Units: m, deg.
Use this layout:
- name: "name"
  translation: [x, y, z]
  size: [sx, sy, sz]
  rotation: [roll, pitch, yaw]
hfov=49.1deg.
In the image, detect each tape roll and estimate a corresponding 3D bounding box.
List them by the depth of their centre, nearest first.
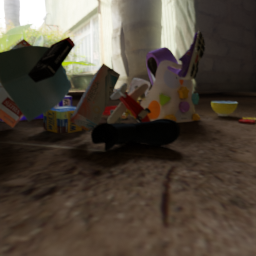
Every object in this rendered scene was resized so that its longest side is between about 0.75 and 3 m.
- name: "tape roll"
  translation: [1.585, -2.291, 12.269]
  size: [0.765, 2.333, 2.333]
  rotation: [-22, 13, -7]

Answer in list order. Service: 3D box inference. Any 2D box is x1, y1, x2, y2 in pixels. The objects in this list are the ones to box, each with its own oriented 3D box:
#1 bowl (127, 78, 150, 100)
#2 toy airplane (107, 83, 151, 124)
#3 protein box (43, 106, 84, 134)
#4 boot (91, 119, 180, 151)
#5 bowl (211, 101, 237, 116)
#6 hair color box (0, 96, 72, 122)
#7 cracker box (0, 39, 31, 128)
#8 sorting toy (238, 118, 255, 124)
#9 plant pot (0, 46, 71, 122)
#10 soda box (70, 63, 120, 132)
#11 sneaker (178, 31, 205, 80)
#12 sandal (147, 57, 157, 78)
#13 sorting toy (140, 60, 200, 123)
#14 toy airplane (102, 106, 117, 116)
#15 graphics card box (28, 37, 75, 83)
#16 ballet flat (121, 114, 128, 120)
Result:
- name: "bowl"
  translation: [0.471, -1.915, 13.434]
  size: [0.979, 0.980, 0.366]
  rotation: [9, 30, -29]
- name: "toy airplane"
  translation: [0.005, -0.786, 9.446]
  size: [1.468, 1.462, 1.036]
  rotation: [-1, -4, -12]
- name: "protein box"
  translation: [-2.012, -0.282, 8.981]
  size: [1.016, 0.690, 1.023]
  rotation: [11, 15, 40]
- name: "boot"
  translation: [0.151, 0.160, 6.495]
  size: [1.701, 0.650, 1.430]
  rotation: [-2, 3, 36]
- name: "bowl"
  translation: [4.392, -0.871, 12.878]
  size: [1.175, 0.632, 1.175]
  rotation: [1, 10, 0]
- name: "hair color box"
  translation: [-4.080, -0.882, 12.014]
  size: [2.975, 0.964, 1.626]
  rotation: [-10, 13, -37]
- name: "cracker box"
  translation: [-3.816, -1.595, 9.703]
  size: [0.773, 1.795, 2.680]
  rotation: [-32, 23, 54]
- name: "sorting toy"
  translation: [5.606, -0.376, 10.319]
  size: [2.961, 0.501, 1.427]
  rotation: [8, 12, 40]
- name: "plant pot"
  translation: [-2.502, -1.402, 7.833]
  size: [1.529, 1.502, 1.497]
  rotation: [-23, 51, -6]
- name: "soda box"
  translation: [-0.886, -0.858, 7.762]
  size: [0.648, 1.896, 0.603]
  rotation: [31, -32, -17]
- name: "sneaker"
  translation: [1.886, -2.235, 8.567]
  size: [0.636, 1.524, 0.614]
  rotation: [17, -5, 34]
- name: "sandal"
  translation: [1.052, -2.325, 11.063]
  size: [0.401, 0.981, 0.268]
  rotation: [-28, 17, 16]
- name: "sorting toy"
  translation: [1.890, -1.460, 11.185]
  size: [2.620, 2.358, 1.399]
  rotation: [-5, 11, -32]
- name: "toy airplane"
  translation: [-0.985, -0.669, 11.336]
  size: [1.954, 0.359, 1.954]
  rotation: [-1, 0, 0]
- name: "graphics card box"
  translation: [-1.798, -1.617, 6.630]
  size: [0.729, 0.296, 1.163]
  rotation: [-8, 45, 38]
- name: "ballet flat"
  translation: [-0.174, -0.522, 11.965]
  size: [0.268, 0.246, 0.779]
  rotation: [1, 10, 4]
